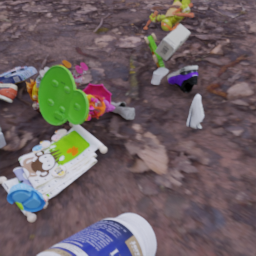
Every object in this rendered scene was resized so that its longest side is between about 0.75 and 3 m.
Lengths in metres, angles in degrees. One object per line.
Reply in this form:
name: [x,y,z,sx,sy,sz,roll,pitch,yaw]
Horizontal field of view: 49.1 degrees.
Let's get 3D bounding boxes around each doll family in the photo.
doll family: [-2.230,-1.329,8.262,0.969,1.334,2.149,46,48,0]

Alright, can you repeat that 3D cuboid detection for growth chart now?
growth chart: [-1.665,0.783,6.246,1.721,0.211,2.378,26,54,34]

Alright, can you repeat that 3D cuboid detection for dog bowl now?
dog bowl: [-1.858,1.273,5.133,0.424,0.761,0.189,-33,43,7]

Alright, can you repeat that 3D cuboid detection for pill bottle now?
pill bottle: [-0.391,1.873,3.837,1.045,1.045,1.806,25,17,28]

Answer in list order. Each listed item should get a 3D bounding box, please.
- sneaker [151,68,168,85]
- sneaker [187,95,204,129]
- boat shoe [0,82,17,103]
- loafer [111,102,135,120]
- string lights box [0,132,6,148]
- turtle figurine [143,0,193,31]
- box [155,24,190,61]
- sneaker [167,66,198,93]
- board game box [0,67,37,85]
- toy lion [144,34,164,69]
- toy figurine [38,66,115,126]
sneaker: [1.039,-1.716,9.419,0.303,0.475,0.823,34,40,23]
sneaker: [1.767,-0.407,7.130,0.375,0.932,0.356,19,36,23]
boat shoe: [-3.824,-1.124,8.326,1.587,0.565,0.496,16,81,39]
loafer: [-0.191,-0.568,7.933,0.381,0.381,1.091,-4,25,-44]
string lights box: [-3.914,-0.016,6.793,1.746,0.515,0.897,40,56,17]
turtle figurine: [1.218,-2.825,6.651,1.455,0.581,1.804,-58,28,-9]
box: [1.434,-2.731,8.910,0.474,0.570,1.386,40,50,1]
sneaker: [1.693,-1.418,8.792,0.509,0.728,1.463,-9,-1,-19]
board game box: [-3.630,-1.718,9.107,1.163,0.359,1.163,-12,25,20]
toy lion: [0.986,-2.581,9.885,0.397,1.110,1.158,-24,81,5]
toy figurine: [-1.006,-0.685,7.067,1.870,1.404,1.721,27,18,36]
